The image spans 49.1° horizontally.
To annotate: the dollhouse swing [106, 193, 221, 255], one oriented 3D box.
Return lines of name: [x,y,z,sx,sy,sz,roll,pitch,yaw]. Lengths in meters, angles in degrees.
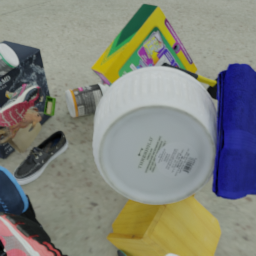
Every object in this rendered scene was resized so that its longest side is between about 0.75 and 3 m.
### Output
dollhouse swing: [1.012,2.685,7.395,1.904,1.842,2.095,-21,21,45]

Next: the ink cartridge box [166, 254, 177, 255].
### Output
ink cartridge box: [0.300,1.608,2.605,1.394,0.304,1.210,-2,-8,-34]

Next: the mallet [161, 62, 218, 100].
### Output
mallet: [2.129,-1.534,8.147,2.704,0.891,0.557,15,45,-38]

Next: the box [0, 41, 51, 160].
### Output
box: [-4.292,-1.007,9.695,1.706,2.906,2.858,17,44,19]

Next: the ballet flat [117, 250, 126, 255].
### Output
ballet flat: [0.013,3.328,6.706,0.936,0.342,0.342,31,50,28]

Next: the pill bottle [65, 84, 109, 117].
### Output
pill bottle: [-1.462,-1.150,11.223,1.916,1.115,1.115,-15,43,-17]

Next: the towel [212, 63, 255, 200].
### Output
towel: [2.178,0.129,5.424,0.597,2.412,1.781,3,-6,40]

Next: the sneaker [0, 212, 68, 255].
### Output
sneaker: [-1.139,1.651,3.248,1.664,0.613,0.722,34,77,20]

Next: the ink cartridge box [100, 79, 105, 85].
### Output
ink cartridge box: [-0.586,-1.728,9.175,0.679,1.138,0.239,-16,82,-4]

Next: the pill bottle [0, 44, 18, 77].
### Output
pill bottle: [-2.547,-1.171,5.279,0.836,0.473,0.473,-29,41,11]

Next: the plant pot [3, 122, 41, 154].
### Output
plant pot: [-2.747,0.126,7.412,0.793,0.793,0.847,29,58,29]

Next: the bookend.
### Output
bookend: [-2.678,3.012,6.587,2.018,0.935,2.031,-32,51,-32]

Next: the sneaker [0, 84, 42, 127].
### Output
sneaker: [-1.552,-0.320,3.902,0.301,0.325,0.805,21,45,16]

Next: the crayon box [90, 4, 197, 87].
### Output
crayon box: [0.605,-1.747,8.323,2.338,2.710,0.790,-51,43,-2]

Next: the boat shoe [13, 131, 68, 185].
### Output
boat shoe: [-2.855,0.874,9.173,0.792,0.750,2.264,26,47,27]

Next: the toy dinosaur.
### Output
toy dinosaur: [-3.301,0.155,6.572,2.407,1.033,1.631,-50,62,8]

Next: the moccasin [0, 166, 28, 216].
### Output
moccasin: [-2.797,1.391,4.988,2.897,1.166,0.988,-18,9,43]

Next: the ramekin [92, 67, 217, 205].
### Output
ramekin: [0.589,0.267,6.065,2.901,2.901,1.523,3,26,3]

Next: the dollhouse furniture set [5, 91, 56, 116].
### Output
dollhouse furniture set: [-2.048,-0.495,5.949,0.530,0.410,1.061,15,9,31]
